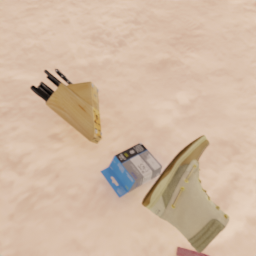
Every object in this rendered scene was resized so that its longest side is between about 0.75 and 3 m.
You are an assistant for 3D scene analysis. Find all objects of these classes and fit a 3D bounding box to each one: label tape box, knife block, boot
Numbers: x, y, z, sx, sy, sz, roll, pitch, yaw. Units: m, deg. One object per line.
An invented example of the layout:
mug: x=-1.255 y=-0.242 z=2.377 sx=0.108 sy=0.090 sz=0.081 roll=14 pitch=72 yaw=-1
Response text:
label tape box: x=0.099 y=1.399 z=9.592 sx=1.737 sy=0.550 sz=1.252 roll=-25 pitch=55 yaw=-26
knife block: x=-2.338 y=-0.747 z=10.204 sx=2.512 sy=0.916 sz=2.862 roll=-8 pitch=80 yaw=10
boot: x=1.964 y=1.724 z=7.801 sx=2.115 sy=0.986 sz=2.735 roll=40 pitch=68 yaw=6

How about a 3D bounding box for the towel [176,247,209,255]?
towel: x=1.829 y=4.318 z=8.190 sx=1.006 sy=0.159 sz=1.397 roll=12 pitch=57 yaw=9
